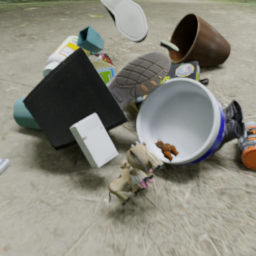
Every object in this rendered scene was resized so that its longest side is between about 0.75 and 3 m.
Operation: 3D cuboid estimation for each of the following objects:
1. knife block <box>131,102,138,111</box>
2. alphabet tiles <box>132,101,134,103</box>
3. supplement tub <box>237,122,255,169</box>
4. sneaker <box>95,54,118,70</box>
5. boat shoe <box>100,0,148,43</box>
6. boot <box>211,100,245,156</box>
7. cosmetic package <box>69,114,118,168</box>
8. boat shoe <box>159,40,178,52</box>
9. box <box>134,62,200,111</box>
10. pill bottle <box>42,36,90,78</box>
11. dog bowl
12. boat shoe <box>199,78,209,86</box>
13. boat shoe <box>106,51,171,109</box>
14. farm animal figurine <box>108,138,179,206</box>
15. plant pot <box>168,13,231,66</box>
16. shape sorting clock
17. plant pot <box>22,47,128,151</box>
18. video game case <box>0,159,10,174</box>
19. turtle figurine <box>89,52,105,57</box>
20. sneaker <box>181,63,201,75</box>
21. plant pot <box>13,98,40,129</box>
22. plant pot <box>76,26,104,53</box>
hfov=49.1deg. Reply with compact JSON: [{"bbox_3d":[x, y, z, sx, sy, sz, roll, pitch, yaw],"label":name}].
[{"bbox_3d":[1.069,-0.590,10.338,2.586,0.827,2.270,12,31,14],"label":"knife block"},{"bbox_3d":[-0.281,-1.755,11.235,2.142,0.081,1.791,17,46,25],"label":"alphabet tiles"},{"bbox_3d":[3.787,0.529,8.461,0.900,0.900,1.470,9,33,14],"label":"supplement tub"},{"bbox_3d":[-0.676,-1.984,9.932,0.547,1.332,0.518,-22,31,25],"label":"sneaker"},{"bbox_3d":[-0.079,-3.870,9.865,1.042,0.851,2.822,-39,61,7],"label":"boat shoe"},{"bbox_3d":[2.795,-0.410,8.683,0.834,1.574,2.391,13,53,-27],"label":"boot"},{"bbox_3d":[-0.864,0.342,7.107,0.684,1.212,0.492,-35,9,-28],"label":"cosmetic package"},{"bbox_3d":[1.655,-3.291,11.462,0.843,0.280,0.315,16,45,-26],"label":"boat shoe"},{"bbox_3d":[1.361,-1.428,9.684,2.075,0.459,1.662,-4,50,26],"label":"box"},{"bbox_3d":[-2.288,-2.413,10.308,1.088,1.088,1.960,11,49,17],"label":"pill bottle"},{"bbox_3d":[1.481,-0.134,8.029,2.400,2.400,0.945,25,3,35],"label":"dog bowl"},{"bbox_3d":[3.326,-2.206,13.601,1.255,0.358,0.420,-6,31,-11],"label":"boat shoe"},{"bbox_3d":[-0.077,-1.260,8.331,2.912,1.085,1.068,-35,15,5],"label":"boat shoe"},{"bbox_3d":[0.204,0.899,6.472,0.912,1.813,1.464,47,42,14],"label":"farm animal figurine"},{"bbox_3d":[4.186,-4.558,15.678,2.871,2.684,2.684,12,25,-24],"label":"plant pot"},{"bbox_3d":[-1.019,-1.080,9.038,2.104,2.104,0.413,-3,16,-5],"label":"shape sorting clock"},{"bbox_3d":[-1.705,-0.577,8.340,2.108,2.371,2.376,-35,7,-13],"label":"plant pot"},{"bbox_3d":[-4.498,1.361,7.734,1.626,0.209,1.788,7,31,11],"label":"video game case"},{"bbox_3d":[-2.433,-4.347,16.674,2.054,1.034,1.537,1,30,-10],"label":"turtle figurine"},{"bbox_3d":[3.087,-2.846,14.292,1.145,0.748,2.047,10,31,19],"label":"sneaker"},{"bbox_3d":[-3.179,-0.540,9.942,1.402,1.432,1.432,1,30,19],"label":"plant pot"},{"bbox_3d":[-1.257,-2.991,9.714,0.578,0.578,0.818,-8,-23,43],"label":"plant pot"}]
